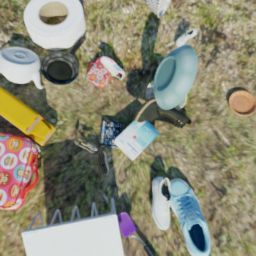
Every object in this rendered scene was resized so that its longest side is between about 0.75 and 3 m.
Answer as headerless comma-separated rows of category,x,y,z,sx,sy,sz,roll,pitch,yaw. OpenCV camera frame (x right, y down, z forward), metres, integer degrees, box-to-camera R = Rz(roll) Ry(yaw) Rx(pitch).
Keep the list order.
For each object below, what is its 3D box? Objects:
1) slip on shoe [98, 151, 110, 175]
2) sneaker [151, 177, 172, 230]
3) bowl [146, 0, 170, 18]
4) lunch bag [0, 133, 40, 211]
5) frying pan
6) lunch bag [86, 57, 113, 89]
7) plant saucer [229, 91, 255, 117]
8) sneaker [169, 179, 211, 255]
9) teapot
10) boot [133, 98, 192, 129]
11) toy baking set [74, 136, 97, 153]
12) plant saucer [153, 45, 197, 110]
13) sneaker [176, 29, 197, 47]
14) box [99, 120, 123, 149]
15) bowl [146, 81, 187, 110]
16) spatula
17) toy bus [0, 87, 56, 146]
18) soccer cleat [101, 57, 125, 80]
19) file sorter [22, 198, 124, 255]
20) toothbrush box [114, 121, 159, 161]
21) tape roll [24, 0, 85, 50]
slip on shoe,-0.788,1.189,9.414,0.318,0.253,0.836,-28,66,17
sneaker,1.083,2.341,8.772,0.595,0.577,1.629,1,73,-28
bowl,1.164,-5.392,10.743,0.935,1.993,1.993,26,72,7
lunch bag,-3.886,1.396,9.021,2.077,0.966,2.359,11,70,4
frying pan,-2.512,-2.625,10.679,1.419,0.382,2.346,11,68,-13
lunch bag,-1.068,-2.111,10.572,0.953,0.443,1.082,30,73,10
plant saucer,4.181,-0.872,10.264,1.013,0.190,1.013,0,70,1
sneaker,1.928,2.656,8.525,0.920,1.020,2.489,-18,68,-7
teapot,-4.037,-2.164,10.276,1.533,1.135,1.554,-8,48,-33
boot,1.199,-0.350,9.230,1.369,0.767,1.980,42,43,17
toy baking set,-1.418,0.529,9.383,0.800,1.043,0.121,19,102,-15
plant saucer,1.243,-1.556,8.373,0.389,2.020,2.020,15,68,-26
sneaker,2.205,-3.521,10.801,0.937,0.406,0.351,-38,82,22
box,-0.590,0.229,9.846,0.754,0.218,0.949,5,70,2
bowl,1.397,-1.311,9.955,1.439,1.439,0.675,17,45,6
spatula,0.386,3.528,8.546,2.137,0.220,0.604,49,121,7
toy bus,-3.663,-0.403,9.603,2.416,0.946,0.786,33,74,15
soccer cleat,-0.554,-2.159,10.163,1.079,0.377,0.466,35,43,-21
file sorter,-1.418,3.138,7.921,2.413,1.502,1.674,-10,99,-4
toothbrush box,0.282,0.335,9.516,0.923,0.538,1.261,45,71,5
tape roll,-2.897,-4.274,11.162,2.321,0.812,2.321,0,71,-1
